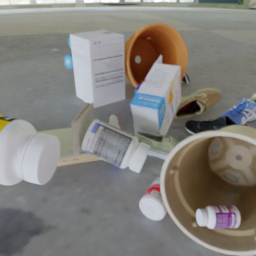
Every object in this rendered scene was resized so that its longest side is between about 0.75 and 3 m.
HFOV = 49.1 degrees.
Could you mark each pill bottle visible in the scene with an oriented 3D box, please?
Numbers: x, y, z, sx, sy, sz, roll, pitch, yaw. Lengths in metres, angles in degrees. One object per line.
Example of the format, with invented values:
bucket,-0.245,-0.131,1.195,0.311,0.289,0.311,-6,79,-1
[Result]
pill bottle,0.743,1.511,6.335,0.606,0.606,1.079,15,32,25
pill bottle,1.782,1.778,5.588,0.780,0.438,0.438,1,29,-9
pill bottle,-0.309,0.506,7.468,1.650,0.939,0.939,24,33,4
pill bottle,-3.190,0.469,6.715,2.846,1.584,1.584,13,31,8

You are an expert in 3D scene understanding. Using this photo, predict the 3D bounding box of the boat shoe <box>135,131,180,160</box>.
boat shoe,1.066,0.521,8.130,1.918,0.595,0.691,8,30,14

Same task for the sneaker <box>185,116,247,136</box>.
sneaker,2.813,-0.052,8.841,2.071,0.907,0.784,22,35,33

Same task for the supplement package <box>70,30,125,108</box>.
supplement package,-1.188,-2.417,11.305,1.579,2.636,1.598,-19,34,-30

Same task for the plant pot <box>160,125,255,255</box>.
plant pot,2.194,0.957,5.945,2.407,2.407,2.203,15,21,25

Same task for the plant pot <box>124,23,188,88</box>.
plant pot,0.879,-3.033,12.511,2.932,2.932,2.052,-13,18,-22

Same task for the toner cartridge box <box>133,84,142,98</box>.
toner cartridge box,1.017,-1.399,10.839,0.516,1.136,2.391,24,41,23

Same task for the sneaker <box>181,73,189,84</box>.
sneaker,2.362,-2.422,13.707,0.645,0.558,1.557,-35,37,-10

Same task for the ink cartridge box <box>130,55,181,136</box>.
ink cartridge box,1.067,-0.998,9.116,0.913,1.549,2.691,12,50,21

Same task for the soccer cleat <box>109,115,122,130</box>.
soccer cleat,-0.526,-0.026,9.270,0.518,0.463,1.335,-8,34,-10

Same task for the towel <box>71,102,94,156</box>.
towel,-1.284,-0.027,8.003,0.263,1.012,1.527,5,27,9

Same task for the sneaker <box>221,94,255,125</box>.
sneaker,3.918,-0.576,9.833,2.225,0.857,0.842,-24,40,-33

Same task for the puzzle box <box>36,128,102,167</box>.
puzzle box,-1.900,0.528,8.403,2.497,0.317,1.661,-7,30,-13

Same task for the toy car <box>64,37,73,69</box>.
toy car,-1.680,-3.606,14.545,2.334,2.065,2.152,37,34,22

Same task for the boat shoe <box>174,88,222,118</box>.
boat shoe,2.538,-0.830,10.422,2.364,0.875,0.785,-17,38,-14
